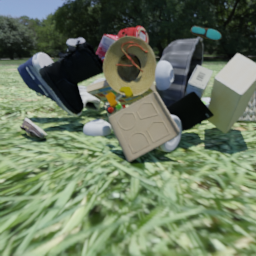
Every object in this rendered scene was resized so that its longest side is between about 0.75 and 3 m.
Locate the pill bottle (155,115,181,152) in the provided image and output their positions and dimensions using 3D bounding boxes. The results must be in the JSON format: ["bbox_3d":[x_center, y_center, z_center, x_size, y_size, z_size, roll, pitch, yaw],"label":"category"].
[{"bbox_3d":[0.551,0.026,7.766,1.629,0.975,0.975,14,21,39],"label":"pill bottle"}]

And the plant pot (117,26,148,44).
[{"bbox_3d":[0.177,-2.742,8.803,0.733,0.805,0.805,-2,12,37],"label":"plant pot"}]

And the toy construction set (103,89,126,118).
[{"bbox_3d":[-0.110,-0.529,8.668,1.160,1.769,0.815,-25,13,-12],"label":"toy construction set"}]

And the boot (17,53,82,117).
[{"bbox_3d":[-2.869,-1.433,10.460,1.205,2.667,0.970,-16,28,30],"label":"boot"}]

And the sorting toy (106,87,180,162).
[{"bbox_3d":[0.239,-0.275,7.076,1.457,1.956,0.262,-30,-26,8],"label":"sorting toy"}]

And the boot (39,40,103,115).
[{"bbox_3d":[-1.562,-1.589,9.123,1.813,2.212,0.819,-27,38,12],"label":"boot"}]

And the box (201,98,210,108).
[{"bbox_3d":[3.222,-0.802,11.250,1.189,0.651,1.347,-1,16,-5],"label":"box"}]

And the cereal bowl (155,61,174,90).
[{"bbox_3d":[1.091,-1.499,8.072,0.352,0.845,0.845,9,18,27],"label":"cereal bowl"}]

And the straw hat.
[{"bbox_3d":[0.002,-1.829,8.616,1.768,1.768,0.748,-4,3,-14],"label":"straw hat"}]

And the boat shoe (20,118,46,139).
[{"bbox_3d":[-2.912,0.081,8.520,1.284,0.461,0.382,27,73,43],"label":"boat shoe"}]

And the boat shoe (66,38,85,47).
[{"bbox_3d":[-1.822,-2.886,9.585,0.767,0.276,0.252,-38,-5,-46],"label":"boat shoe"}]

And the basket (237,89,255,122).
[{"bbox_3d":[4.698,-1.332,11.137,1.659,1.823,2.689,-3,16,3],"label":"basket"}]

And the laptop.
[{"bbox_3d":[1.359,-0.572,8.128,1.619,0.836,1.435,28,-6,46],"label":"laptop"}]

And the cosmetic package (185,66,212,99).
[{"bbox_3d":[1.940,-1.084,7.985,0.463,0.685,1.302,25,-22,13],"label":"cosmetic package"}]

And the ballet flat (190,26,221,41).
[{"bbox_3d":[2.541,-3.075,9.196,1.004,0.341,0.363,15,4,9],"label":"ballet flat"}]

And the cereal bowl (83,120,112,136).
[{"bbox_3d":[-0.993,-0.033,9.077,0.922,0.384,0.922,0,17,0],"label":"cereal bowl"}]

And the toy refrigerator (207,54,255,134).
[{"bbox_3d":[2.935,-0.881,8.094,0.903,0.980,2.581,40,-10,22],"label":"toy refrigerator"}]

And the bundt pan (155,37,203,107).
[{"bbox_3d":[1.750,-1.662,9.848,1.136,3.028,3.028,12,19,21],"label":"bundt pan"}]

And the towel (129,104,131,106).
[{"bbox_3d":[0.330,-1.493,12.147,0.304,1.261,1.079,-13,-1,43],"label":"towel"}]

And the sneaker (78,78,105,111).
[{"bbox_3d":[-1.423,-1.288,11.881,2.378,1.182,0.927,-29,-8,-37],"label":"sneaker"}]

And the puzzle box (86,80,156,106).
[{"bbox_3d":[-0.172,-1.383,10.686,2.481,0.315,1.650,-9,-25,39],"label":"puzzle box"}]

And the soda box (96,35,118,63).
[{"bbox_3d":[-0.190,-2.757,10.221,0.840,0.928,2.650,32,23,10],"label":"soda box"}]
